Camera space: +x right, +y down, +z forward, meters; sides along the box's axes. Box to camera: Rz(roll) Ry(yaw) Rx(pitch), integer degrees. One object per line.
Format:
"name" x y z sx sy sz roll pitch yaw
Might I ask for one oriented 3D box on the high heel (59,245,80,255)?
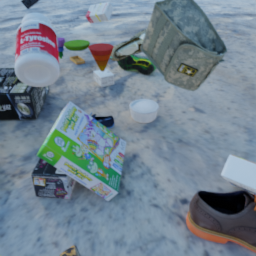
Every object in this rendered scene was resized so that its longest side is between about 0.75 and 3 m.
"high heel" -0.519 2.868 5.069 2.083 0.744 1.485 -1 38 15

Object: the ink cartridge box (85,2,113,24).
"ink cartridge box" -1.174 -4.723 11.512 0.959 0.400 0.696 5 63 30

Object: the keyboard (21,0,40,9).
"keyboard" -3.098 -4.246 9.031 0.780 0.468 0.100 -41 6 -6

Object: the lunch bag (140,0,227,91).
"lunch bag" 1.703 -2.457 8.679 1.444 2.015 2.456 -32 77 -21

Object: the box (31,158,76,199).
"box" -1.897 1.136 7.726 0.964 0.837 1.459 4 34 3

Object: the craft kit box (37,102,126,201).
"craft kit box" -1.119 0.561 7.774 2.213 0.544 2.241 34 30 -16

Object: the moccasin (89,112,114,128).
"moccasin" -1.217 -0.317 10.292 1.434 0.489 0.577 -1 33 -1

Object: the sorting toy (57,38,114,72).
"sorting toy" -1.700 -2.674 10.308 2.678 0.922 0.929 17 37 27

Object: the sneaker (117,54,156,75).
"sneaker" 0.438 -3.464 14.968 2.410 0.940 1.027 26 33 21

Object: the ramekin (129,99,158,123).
"ramekin" 0.602 -0.631 10.748 1.128 0.525 1.128 0 33 0

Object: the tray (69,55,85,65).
"tray" -2.936 -3.908 16.147 0.516 0.194 1.047 -18 38 -26

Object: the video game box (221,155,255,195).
"video game box" 3.529 1.464 6.193 2.556 2.328 0.598 21 83 29

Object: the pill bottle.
"pill bottle" -2.814 -2.475 8.678 1.256 1.256 2.238 -6 58 -10

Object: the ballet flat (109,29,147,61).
"ballet flat" 0.309 -3.417 11.676 2.385 0.809 0.898 -29 26 -8

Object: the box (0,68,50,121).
"box" -4.605 -1.453 11.428 2.193 1.153 2.678 -2 33 -3

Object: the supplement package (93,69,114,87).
"supplement package" -1.175 -2.430 13.554 0.702 0.499 0.901 -17 38 -24

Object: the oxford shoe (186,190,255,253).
"oxford shoe" 2.838 2.027 6.101 2.994 1.086 1.066 5 33 8
